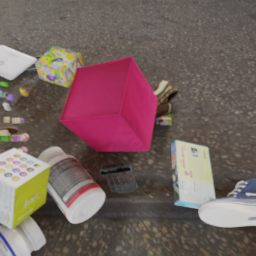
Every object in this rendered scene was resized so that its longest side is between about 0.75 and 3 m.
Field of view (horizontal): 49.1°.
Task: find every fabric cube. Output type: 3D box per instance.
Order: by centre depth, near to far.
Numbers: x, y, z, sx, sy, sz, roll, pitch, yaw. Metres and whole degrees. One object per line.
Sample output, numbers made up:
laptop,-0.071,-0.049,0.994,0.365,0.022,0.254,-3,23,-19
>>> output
fabric cube,-0.560,-0.680,9.813,2.351,2.343,2.306,-4,59,28

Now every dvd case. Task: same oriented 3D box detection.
dvd case,-4.781,-3.227,14.158,1.421,0.176,1.068,-10,50,-8

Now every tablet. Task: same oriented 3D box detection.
tablet,-6.158,-3.348,14.111,2.728,0.186,1.775,24,57,24

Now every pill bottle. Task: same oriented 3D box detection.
pill bottle,-3.508,3.475,7.493,1.339,1.339,2.390,36,49,27
pill bottle,-1.951,1.740,9.042,1.341,1.341,2.422,-32,57,-25

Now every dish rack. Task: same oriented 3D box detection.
dish rack,-0.247,1.665,8.957,1.003,1.308,0.357,-10,33,12

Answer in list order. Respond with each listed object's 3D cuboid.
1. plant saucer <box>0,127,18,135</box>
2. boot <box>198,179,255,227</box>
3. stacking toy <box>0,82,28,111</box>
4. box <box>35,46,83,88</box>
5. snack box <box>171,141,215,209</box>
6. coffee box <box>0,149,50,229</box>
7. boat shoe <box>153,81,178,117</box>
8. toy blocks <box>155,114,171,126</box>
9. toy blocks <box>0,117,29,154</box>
plant saucer,-4.520,0.105,10.451,0.773,0.773,0.114,-8,72,-7
boot,3.553,2.322,8.893,2.893,1.052,1.307,5,42,-6
stacking toy,-5.471,-1.424,12.501,1.587,0.373,1.197,19,50,19
box,-3.241,-2.943,13.371,1.604,0.978,1.545,18,52,14
snack box,2.156,1.555,9.427,1.299,0.415,2.236,13,53,-13
coffee box,-3.239,1.653,7.900,1.397,1.413,1.411,22,25,16
boat shoe,1.309,-0.977,11.673,1.028,1.026,2.778,27,55,12
toy blocks,1.403,-0.300,11.313,0.612,0.447,0.895,-6,15,3
toy blocks,-4.367,0.301,10.457,1.329,1.197,1.423,0,92,6
